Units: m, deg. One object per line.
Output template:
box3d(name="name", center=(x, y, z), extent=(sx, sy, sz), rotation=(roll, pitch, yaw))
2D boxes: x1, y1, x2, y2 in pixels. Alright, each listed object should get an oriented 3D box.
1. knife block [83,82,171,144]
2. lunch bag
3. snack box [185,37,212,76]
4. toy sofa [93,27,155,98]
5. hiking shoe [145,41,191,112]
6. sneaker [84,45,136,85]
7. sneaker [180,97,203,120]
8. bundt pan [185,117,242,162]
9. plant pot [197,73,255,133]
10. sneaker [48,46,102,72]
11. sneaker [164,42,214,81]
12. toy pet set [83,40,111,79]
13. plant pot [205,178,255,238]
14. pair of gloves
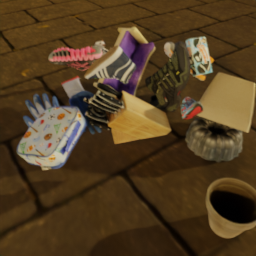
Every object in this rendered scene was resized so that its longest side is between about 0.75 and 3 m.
box3d(name="knife block", center=(0.011, -0.617, 9.603), extent=(2.895, 2.542, 0.926), rotation=(-10, 52, -3))
box3d(name="lunch bag", center=(-2.299, 0.289, 8.669), extent=(1.705, 0.804, 2.127), rotation=(4, 53, 27))
box3d(name="snack box", center=(2.672, -2.682, 10.542), extent=(0.789, 1.359, 0.252), rotation=(-16, 6, -26))
box3d(name="toy sofa", center=(-0.117, -2.483, 10.937), extent=(1.311, 1.112, 2.686), rotation=(18, 81, 37))
box3d(name="hiking shoe", center=(1.436, -1.855, 10.693), extent=(1.480, 2.941, 1.114), rotation=(3, 38, -6))
box3d(name="sneaker", center=(-0.579, -1.823, 9.182), extent=(1.995, 1.082, 0.699), rotation=(-20, 40, 50))
box3d(name="sneaker", center=(1.798, -0.631, 8.349), extent=(0.513, 1.294, 0.618), rotation=(-16, 82, -8))
box3d(name="bundt pan", center=(3.161, 0.205, 10.170), extent=(2.090, 0.784, 2.090), rotation=(0, 41, 0))
box3d(name="plant pot", center=(3.527, -0.964, 10.057), extent=(1.857, 1.646, 1.859), rotation=(20, 7, 11))
box3d(name="sneaker", center=(-1.855, -2.359, 10.016), extent=(1.886, 0.899, 0.745), rotation=(-3, 52, -2))
box3d(name="sneaker", center=(2.548, -2.970, 11.717), extent=(2.650, 1.023, 1.037), rotation=(20, 27, -39))
box3d(name="toy pet set", center=(-0.463, -2.814, 12.249), extent=(2.355, 1.340, 2.523), rotation=(9, 46, -43))
box3d(name="plant pot", center=(2.713, 2.277, 7.485), extent=(1.416, 1.229, 1.416), rotation=(0, 41, 0))
box3d(name="pair of gloves", center=(-2.160, -0.493, 9.987), extent=(2.807, 0.320, 2.256), rotation=(-28, 91, -13))
